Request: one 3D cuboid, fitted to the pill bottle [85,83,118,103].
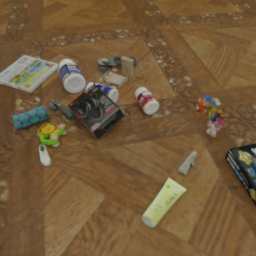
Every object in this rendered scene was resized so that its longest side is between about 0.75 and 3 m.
[{"bbox_3d":[-1.247,-1.600,13.123,1.421,0.822,0.822,21,49,22],"label":"pill bottle"}]

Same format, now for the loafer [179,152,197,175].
[{"bbox_3d":[2.324,1.336,10.575,0.368,0.369,1.056,36,68,17],"label":"loafer"}]

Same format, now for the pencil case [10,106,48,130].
[{"bbox_3d":[-4.237,-0.454,12.133,1.502,0.639,0.694,-22,25,-21],"label":"pencil case"}]

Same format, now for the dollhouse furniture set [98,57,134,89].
[{"bbox_3d":[-0.729,-2.664,14.083,1.122,0.958,2.164,23,50,20],"label":"dollhouse furniture set"}]

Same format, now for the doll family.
[{"bbox_3d":[3.536,-0.478,11.720,0.822,1.132,1.824,-8,64,-21],"label":"doll family"}]

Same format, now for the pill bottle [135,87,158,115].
[{"bbox_3d":[0.823,-1.267,12.879,0.717,0.717,1.256,-16,48,-15],"label":"pill bottle"}]

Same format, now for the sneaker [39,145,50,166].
[{"bbox_3d":[-3.284,1.052,10.867,0.358,0.347,0.980,-21,49,-20],"label":"sneaker"}]

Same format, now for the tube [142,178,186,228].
[{"bbox_3d":[1.187,2.467,9.412,0.506,0.565,1.947,-16,17,49],"label":"tube"}]

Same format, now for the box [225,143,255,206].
[{"bbox_3d":[4.939,1.606,10.188,1.835,0.531,2.309,-10,47,-10],"label":"box"}]

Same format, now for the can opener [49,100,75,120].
[{"bbox_3d":[-3.036,-0.775,12.720,1.543,0.411,0.516,38,88,31],"label":"can opener"}]

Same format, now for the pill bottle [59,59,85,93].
[{"bbox_3d":[-2.882,-2.652,14.002,1.033,1.033,1.859,-17,47,-16],"label":"pill bottle"}]

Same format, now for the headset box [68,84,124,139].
[{"bbox_3d":[-1.295,-0.653,11.805,1.527,0.793,2.052,-41,61,-7],"label":"headset box"}]

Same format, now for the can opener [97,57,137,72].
[{"bbox_3d":[-0.607,-3.444,15.206,2.179,0.729,0.581,-5,46,-23],"label":"can opener"}]

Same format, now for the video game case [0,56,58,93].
[{"bbox_3d":[-5.331,-2.904,14.801,2.259,0.284,2.482,17,47,16],"label":"video game case"}]

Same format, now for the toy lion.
[{"bbox_3d":[-3.248,0.231,11.610,1.179,0.422,1.230,2,38,14],"label":"toy lion"}]
